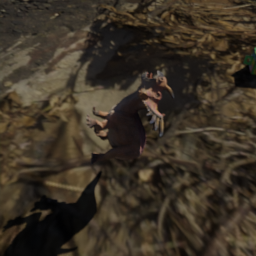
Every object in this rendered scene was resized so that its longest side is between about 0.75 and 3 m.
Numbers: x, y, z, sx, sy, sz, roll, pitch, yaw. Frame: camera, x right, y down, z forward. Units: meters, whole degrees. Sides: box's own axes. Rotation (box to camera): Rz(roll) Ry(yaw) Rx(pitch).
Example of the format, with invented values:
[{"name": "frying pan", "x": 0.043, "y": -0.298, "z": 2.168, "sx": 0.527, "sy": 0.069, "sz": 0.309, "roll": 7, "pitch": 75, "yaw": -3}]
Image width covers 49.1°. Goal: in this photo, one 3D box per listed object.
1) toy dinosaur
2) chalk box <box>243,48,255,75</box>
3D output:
[{"name": "toy dinosaur", "x": 0.042, "y": 0.103, "z": 6.453, "sx": 1.793, "sy": 2.645, "sz": 1.135, "roll": 3, "pitch": 44, "yaw": 0}, {"name": "chalk box", "x": 5.040, "y": -2.499, "z": 10.591, "sx": 1.213, "sy": 0.755, "sz": 0.751, "roll": 5, "pitch": 47, "yaw": 6}]
